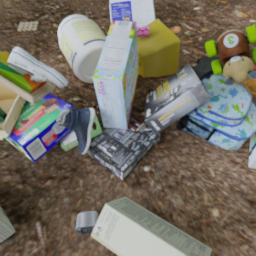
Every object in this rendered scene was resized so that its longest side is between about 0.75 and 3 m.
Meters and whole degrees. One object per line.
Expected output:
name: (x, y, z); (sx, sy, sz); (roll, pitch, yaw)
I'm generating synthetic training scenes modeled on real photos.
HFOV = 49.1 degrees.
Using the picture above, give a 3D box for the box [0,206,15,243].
box: (-4.297, 2.432, 7.604); (1.419, 1.656, 1.648); (-34, 61, -21)

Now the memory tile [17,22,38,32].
memory tile: (-5.161, -5.233, 14.465); (0.994, 0.083, 0.762); (-3, 53, -3)

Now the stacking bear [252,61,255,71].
stacking bear: (4.970, -2.288, 11.931); (1.001, 0.569, 0.608); (-40, 89, -15)

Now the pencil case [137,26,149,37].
pencil case: (0.335, -3.746, 11.044); (0.977, 0.443, 0.457); (-7, 13, -12)

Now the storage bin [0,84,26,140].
storage bin: (-4.587, -0.578, 9.143); (1.934, 0.913, 1.948); (-5, 48, 14)

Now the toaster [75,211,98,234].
toaster: (-1.138, 2.743, 8.134); (0.797, 0.453, 0.515); (-6, 51, -3)

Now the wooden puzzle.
wooden puzzle: (-3.747, -1.839, 9.326); (2.417, 0.486, 2.612); (33, 14, -11)

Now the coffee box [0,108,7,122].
coffee box: (-4.553, -0.481, 9.070); (1.121, 0.689, 0.246); (-3, 48, 21)

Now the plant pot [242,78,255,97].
plant pot: (4.761, -1.679, 10.170); (0.914, 0.837, 0.914); (0, 79, 0)

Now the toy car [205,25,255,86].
toy car: (3.084, -1.831, 7.952); (1.443, 1.386, 1.756); (-15, 39, 24)

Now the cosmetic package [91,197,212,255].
cosmetic package: (0.606, 2.929, 7.147); (2.744, 1.420, 1.003); (27, 95, 23)

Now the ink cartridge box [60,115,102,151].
ink cartridge box: (-1.735, 0.083, 9.913); (1.443, 0.346, 1.050); (-28, 46, 4)

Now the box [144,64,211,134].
box: (1.541, -1.072, 9.549); (2.063, 0.629, 2.604); (-36, 17, 18)

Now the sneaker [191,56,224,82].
sneaker: (3.689, -2.660, 11.932); (2.942, 1.117, 1.335); (-23, 46, -21)

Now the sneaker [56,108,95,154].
sneaker: (-1.717, 0.102, 8.788); (1.120, 1.551, 0.590); (0, 18, -34)

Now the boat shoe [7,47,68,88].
boat shoe: (-2.928, -1.768, 9.051); (1.948, 0.716, 0.650); (32, 76, -19)

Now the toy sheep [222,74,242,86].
toy sheep: (4.315, -2.070, 11.172); (1.101, 1.597, 1.101); (-5, 73, 15)

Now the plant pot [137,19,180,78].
plant pot: (0.997, -3.173, 11.875); (1.575, 1.786, 1.786); (-25, 56, -12)

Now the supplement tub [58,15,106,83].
supplement tub: (-1.789, -3.402, 11.891); (1.937, 1.937, 2.672); (-21, 55, -16)

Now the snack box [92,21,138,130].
snack box: (-0.298, -1.806, 9.652); (0.976, 2.432, 2.884); (5, 53, 7)

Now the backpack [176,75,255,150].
backpack: (3.247, -0.496, 9.645); (2.366, 1.739, 2.165); (30, 60, 9)

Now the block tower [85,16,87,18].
block tower: (-2.525, -5.784, 14.803); (0.786, 0.212, 0.227); (4, 54, 2)

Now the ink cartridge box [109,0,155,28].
ink cartridge box: (0.210, -5.633, 13.881); (2.186, 0.520, 2.212); (-6, 75, 5)

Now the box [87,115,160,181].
box: (-0.156, 0.542, 9.763); (1.655, 0.522, 2.098); (32, 59, 22)

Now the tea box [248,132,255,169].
tea box: (5.220, 0.505, 9.313); (1.907, 1.274, 1.877); (14, 53, 10)

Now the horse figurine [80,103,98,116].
horse figurine: (-1.518, -0.710, 10.916); (0.781, 0.195, 0.517); (9, 59, 0)

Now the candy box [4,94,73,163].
candy box: (-3.335, -0.271, 9.807); (2.526, 0.973, 2.136); (26, 58, 35)
